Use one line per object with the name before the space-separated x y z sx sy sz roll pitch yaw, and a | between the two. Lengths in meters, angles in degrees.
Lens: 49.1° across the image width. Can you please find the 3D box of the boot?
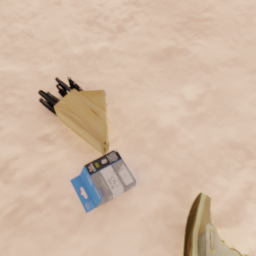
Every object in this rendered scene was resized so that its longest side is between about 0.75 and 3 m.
boot | 2.610 3.246 7.496 2.115 0.986 2.735 12 59 4

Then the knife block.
knife block | -1.952 -0.445 9.641 2.512 0.916 2.862 -5 61 -2

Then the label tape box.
label tape box | -0.807 1.618 8.659 1.737 0.550 1.252 -27 64 -15
